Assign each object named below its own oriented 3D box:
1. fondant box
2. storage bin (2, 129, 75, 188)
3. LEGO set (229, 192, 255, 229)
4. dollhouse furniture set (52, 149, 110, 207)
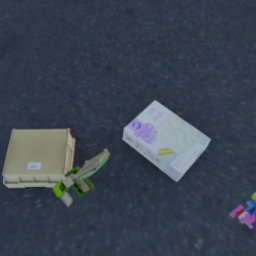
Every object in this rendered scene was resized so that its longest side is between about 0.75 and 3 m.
[{"bbox_3d":[1.186,0.359,8.918,2.246,0.654,1.620,37,61,20],"label":"fondant box"},{"bbox_3d":[-2.706,0.977,8.677,1.825,0.855,1.812,0,60,-1],"label":"storage bin"},{"bbox_3d":[3.494,1.909,6.994,1.772,0.676,0.727,-42,59,3],"label":"LEGO set"},{"bbox_3d":[-1.030,1.347,7.349,1.543,1.011,0.775,-32,98,17],"label":"dollhouse furniture set"}]
